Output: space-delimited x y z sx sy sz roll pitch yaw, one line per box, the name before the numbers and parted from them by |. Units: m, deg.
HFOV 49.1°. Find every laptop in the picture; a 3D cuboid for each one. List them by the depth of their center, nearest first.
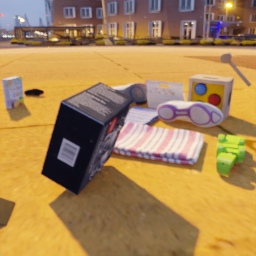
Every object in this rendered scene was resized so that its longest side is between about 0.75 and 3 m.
laptop | -2.830 1.752 5.645 0.806 0.467 0.755 -29 21 3

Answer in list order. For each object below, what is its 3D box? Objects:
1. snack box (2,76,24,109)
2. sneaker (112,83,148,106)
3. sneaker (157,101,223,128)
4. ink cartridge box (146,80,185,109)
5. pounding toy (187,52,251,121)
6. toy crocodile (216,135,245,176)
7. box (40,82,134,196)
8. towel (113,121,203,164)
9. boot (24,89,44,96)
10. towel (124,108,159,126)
snack box | -5.250 -1.628 12.853 0.354 1.335 0.949 7 21 16
sneaker | -0.211 -1.641 13.380 2.932 1.092 1.277 -5 16 -14
sneaker | 2.454 -0.702 10.936 2.517 0.942 1.254 11 23 27
ink cartridge box | 1.640 -1.451 12.193 1.683 1.461 0.366 9 41 22
pounding toy | 3.635 -1.672 11.192 2.253 2.565 1.173 12 24 28
toy crocodile | 2.850 0.668 7.830 0.736 0.673 2.181 7 17 21
box | -0.919 0.173 6.603 1.043 2.004 1.825 28 29 8
towel | 0.893 0.405 8.734 2.733 0.409 2.000 7 22 18
boot | -5.006 -1.986 15.151 1.116 0.417 0.541 1 23 8
towel | 0.387 -0.470 11.286 1.485 0.245 2.051 10 22 27
